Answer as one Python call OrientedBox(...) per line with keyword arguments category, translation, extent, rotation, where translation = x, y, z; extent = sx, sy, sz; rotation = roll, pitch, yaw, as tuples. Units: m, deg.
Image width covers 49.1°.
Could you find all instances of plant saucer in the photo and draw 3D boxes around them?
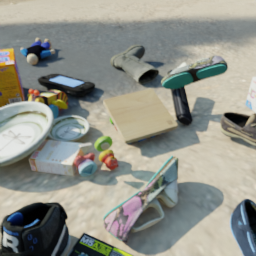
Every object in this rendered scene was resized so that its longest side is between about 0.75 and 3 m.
OrientedBox(category="plant saucer", translation=(-3.572, 0.297, 8.546), extent=(2.853, 0.716, 2.853), rotation=(-8, 39, 7))
OrientedBox(category="plant saucer", translation=(-2.007, 0.115, 9.343), extent=(1.446, 0.363, 1.446), rotation=(-1, 35, 0))

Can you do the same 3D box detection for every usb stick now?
OrientedBox(category="usb stick", translation=(1.919, -1.214, 10.530), extent=(0.728, 0.428, 2.624), rotation=(29, 40, -32))

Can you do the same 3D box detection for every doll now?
OrientedBox(category="doll", translation=(-4.858, -4.165, 15.192), extent=(1.803, 0.640, 2.643), rotation=(5, 35, -2))

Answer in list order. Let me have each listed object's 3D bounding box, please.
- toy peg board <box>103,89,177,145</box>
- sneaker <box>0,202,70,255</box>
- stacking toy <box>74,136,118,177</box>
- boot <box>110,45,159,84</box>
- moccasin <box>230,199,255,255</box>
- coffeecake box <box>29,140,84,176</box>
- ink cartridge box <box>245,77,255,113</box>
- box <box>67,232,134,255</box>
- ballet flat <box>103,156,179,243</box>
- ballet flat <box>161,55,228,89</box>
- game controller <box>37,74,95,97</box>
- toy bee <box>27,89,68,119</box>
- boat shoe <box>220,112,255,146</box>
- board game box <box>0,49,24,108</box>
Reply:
OrientedBox(category="toy peg board", translation=(0.347, -0.223, 9.582), extent=(1.894, 0.927, 1.887), rotation=(-16, 54, -19))
OrientedBox(category="sneaker", translation=(-2.150, 2.481, 4.841), extent=(1.084, 1.659, 2.966), rotation=(13, 37, 18))
OrientedBox(category="stacking toy", translation=(-0.815, 0.850, 7.727), extent=(1.227, 1.110, 0.518), rotation=(-17, 50, -25))
OrientedBox(category="boot", translation=(0.596, -3.114, 13.484), extent=(2.248, 0.897, 2.472), rotation=(-36, 40, -21))
OrientedBox(category="moccasin", translation=(2.766, 2.529, 5.449), extent=(1.043, 0.884, 2.592), rotation=(-11, 37, -15))
OrientedBox(category="coffeecake box", translation=(-2.067, 0.848, 8.208), extent=(1.269, 0.464, 0.974), rotation=(6, 36, 9))
OrientedBox(category="ink cartridge box", translation=(4.986, -1.215, 10.477), extent=(0.521, 1.232, 0.890), rotation=(-11, 37, -15))
OrientedBox(category="box", translation=(-0.498, 3.103, 5.018), extent=(2.001, 0.475, 1.932), rotation=(15, 36, 21))
OrientedBox(category="ballet flat", translation=(0.587, 1.731, 6.749), extent=(0.942, 0.915, 2.647), rotation=(41, 55, 20))
OrientedBox(category="ballet flat", translation=(2.302, -2.010, 9.979), extent=(2.326, 0.837, 0.837), rotation=(-14, 32, 18))
OrientedBox(category="game controller", translation=(-2.665, -1.917, 12.106), extent=(2.460, 0.518, 1.283), rotation=(18, 39, 23))
OrientedBox(category="toy bee", translation=(-2.942, -0.848, 9.899), extent=(1.599, 1.328, 2.443), rotation=(2, 34, 1))
OrientedBox(category="boat shoe", translation=(3.797, 0.015, 8.512), extent=(2.148, 0.787, 0.800), rotation=(13, 56, 37))
OrientedBox(category="board game box", translation=(-5.175, -1.878, 10.946), extent=(1.765, 1.764, 1.764), rotation=(-12, 37, -16))
